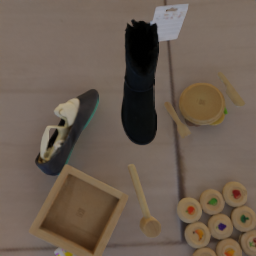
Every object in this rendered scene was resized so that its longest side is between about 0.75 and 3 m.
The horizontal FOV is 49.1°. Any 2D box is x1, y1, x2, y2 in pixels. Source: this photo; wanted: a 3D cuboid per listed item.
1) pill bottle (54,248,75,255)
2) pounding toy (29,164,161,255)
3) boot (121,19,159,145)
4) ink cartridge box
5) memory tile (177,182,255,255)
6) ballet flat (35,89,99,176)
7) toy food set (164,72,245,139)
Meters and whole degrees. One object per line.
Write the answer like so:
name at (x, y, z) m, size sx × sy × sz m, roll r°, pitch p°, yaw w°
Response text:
pill bottle at (-1.476, 3.362, 7.127) m, size 0.432 × 0.432 × 0.828 m, roll -36°, pitch 81°, yaw -6°
pounding toy at (-0.564, 1.980, 7.047) m, size 2.728 × 1.248 × 2.396 m, roll 28°, pitch 76°, yaw -4°
boot at (0.206, -0.677, 4.421) m, size 0.628 × 1.392 × 1.698 m, roll -1°, pitch 75°, yaw -2°
ink cartridge box at (0.886, -2.546, 6.709) m, size 0.850 × 1.049 × 0.263 m, roll -13°, pitch 61°, yaw -15°
memory tile at (2.527, 2.902, 7.318) m, size 2.017 × 0.221 × 2.631 m, roll -17°, pitch 80°, yaw -3°
ballet flat at (-1.656, -0.012, 7.424) m, size 0.965 × 0.965 × 2.640 m, roll 25°, pitch 83°, yaw 5°
toy food set at (2.099, -0.624, 7.946) m, size 1.953 × 0.392 × 1.348 m, roll -28°, pitch 74°, yaw 0°
